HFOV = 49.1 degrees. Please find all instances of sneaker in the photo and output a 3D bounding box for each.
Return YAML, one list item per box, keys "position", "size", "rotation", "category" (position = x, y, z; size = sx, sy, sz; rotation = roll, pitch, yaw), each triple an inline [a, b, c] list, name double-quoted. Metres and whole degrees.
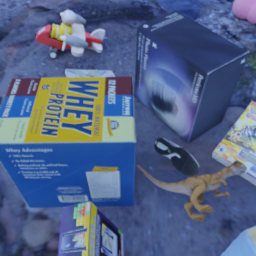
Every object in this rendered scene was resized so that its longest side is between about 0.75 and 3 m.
- position: [1.507, 0.780, 7.729]
  size: [0.886, 0.581, 1.539]
  rotation: [12, 21, -46]
  category: "sneaker"

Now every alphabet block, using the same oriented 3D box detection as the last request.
- position: [3.511, 3.073, 4.626]
  size: [2.988, 2.918, 2.934]
  rotation: [-14, 53, -12]
  category: "alphabet block"

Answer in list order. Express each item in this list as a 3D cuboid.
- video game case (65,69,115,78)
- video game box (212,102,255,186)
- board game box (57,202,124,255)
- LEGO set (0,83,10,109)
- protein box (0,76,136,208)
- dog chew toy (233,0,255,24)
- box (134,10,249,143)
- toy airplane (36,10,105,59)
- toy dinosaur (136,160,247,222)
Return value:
- position: [-1.206, -1.651, 9.876]
  size: [1.774, 0.195, 1.617]
  rotation: [-3, 35, -22]
  category: "video game case"
- position: [3.921, 0.607, 7.872]
  size: [2.259, 0.529, 2.058]
  rotation: [35, 75, 26]
  category: "video game box"
- position: [-0.656, 2.897, 5.349]
  size: [0.653, 1.904, 2.303]
  rotation: [-15, 47, 14]
  category: "board game box"
- position: [-3.940, -0.558, 9.299]
  size: [1.636, 0.714, 2.519]
  rotation: [21, 40, 14]
  category: "LEGO set"
- position: [-1.242, 0.460, 6.841]
  size: [2.816, 2.837, 1.914]
  rotation: [-1, 50, -1]
  category: "protein box"
- position: [5.913, -5.451, 12.971]
  size: [1.277, 1.277, 2.051]
  rotation: [-35, 66, -26]
  category: "dog chew toy"
- position: [1.662, -1.548, 8.572]
  size: [1.720, 2.792, 2.769]
  rotation: [-30, 56, -24]
  category: "box"
- position: [-2.119, -3.793, 11.169]
  size: [2.448, 1.727, 2.437]
  rotation: [28, 51, 26]
  category: "toy airplane"
- position: [1.621, 1.534, 7.119]
  size: [2.739, 0.827, 1.455]
  rotation: [-12, 48, 17]
  category: "toy dinosaur"
